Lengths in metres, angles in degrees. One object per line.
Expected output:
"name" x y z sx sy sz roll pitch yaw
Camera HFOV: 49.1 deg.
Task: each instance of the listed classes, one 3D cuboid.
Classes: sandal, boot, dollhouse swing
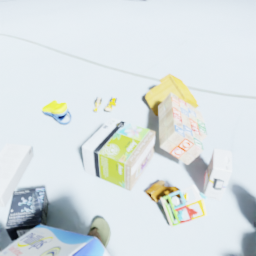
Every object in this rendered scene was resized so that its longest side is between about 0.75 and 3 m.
"sandal" -3.063 -0.642 12.058 0.822 0.900 2.068 -39 30 -19
"sandal" -0.917 3.108 7.428 0.644 0.463 1.621 8 40 15
"boot" 1.153 2.125 8.828 1.098 0.386 0.786 25 46 38
"dollhouse swing" 1.986 -1.295 12.965 1.583 1.531 1.742 15 40 -46

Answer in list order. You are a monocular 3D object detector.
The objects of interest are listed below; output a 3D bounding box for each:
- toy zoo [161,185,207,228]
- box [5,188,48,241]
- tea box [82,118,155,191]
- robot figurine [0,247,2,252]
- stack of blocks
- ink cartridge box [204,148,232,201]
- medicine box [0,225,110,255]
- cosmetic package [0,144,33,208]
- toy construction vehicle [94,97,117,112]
"toy zoo" 1.606 2.162 7.821 0.136 1.326 0.870 8 57 -53
"box" -2.872 2.473 8.096 0.939 0.677 1.265 -5 38 -7
"tea box" -0.277 0.840 9.713 1.868 1.269 1.899 18 41 20
"robot figurine" -4.128 3.272 6.408 2.312 1.737 1.443 -10 23 -12
"stack of blocks" 2.028 0.019 10.367 1.639 0.834 2.847 32 30 -14
"ink cartridge box" 2.810 1.465 8.842 0.576 1.346 0.993 10 38 10
"medicine box" -0.877 3.237 4.481 1.510 2.934 2.672 -36 8 -35
"cosmetic package" -4.103 1.514 9.401 0.955 0.586 2.314 7 39 4
"toy construction vehicle" -1.050 -1.041 12.966 0.970 0.392 1.114 10 38 -1
